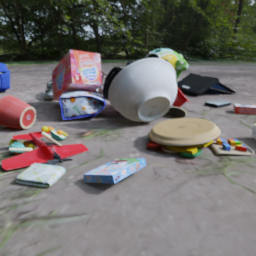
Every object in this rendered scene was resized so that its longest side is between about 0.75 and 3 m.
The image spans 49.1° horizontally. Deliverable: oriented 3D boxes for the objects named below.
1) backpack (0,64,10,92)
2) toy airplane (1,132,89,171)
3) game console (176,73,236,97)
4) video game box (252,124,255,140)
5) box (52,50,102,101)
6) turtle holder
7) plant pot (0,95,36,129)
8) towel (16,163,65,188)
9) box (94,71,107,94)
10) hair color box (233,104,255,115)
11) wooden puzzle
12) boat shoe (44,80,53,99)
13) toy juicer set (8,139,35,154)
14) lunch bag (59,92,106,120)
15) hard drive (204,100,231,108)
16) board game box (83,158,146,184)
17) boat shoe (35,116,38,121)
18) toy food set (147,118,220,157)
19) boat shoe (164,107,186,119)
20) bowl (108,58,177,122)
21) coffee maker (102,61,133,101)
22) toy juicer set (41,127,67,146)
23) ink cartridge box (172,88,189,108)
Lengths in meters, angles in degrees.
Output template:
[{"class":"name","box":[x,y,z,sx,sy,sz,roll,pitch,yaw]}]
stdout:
[{"class":"backpack","box":[-8.577,-3.021,17.053,2.015,1.951,2.401,12,20,27]},{"class":"toy airplane","box":[-2.443,0.547,8.076,2.492,0.458,2.492,2,16,0]},{"class":"game console","box":[4.748,-2.422,17.914,2.618,1.732,2.976,-35,25,-9]},{"class":"video game box","box":[5.403,0.374,8.483,2.370,0.555,2.159,-1,20,-5]},{"class":"box","box":[-2.484,-2.280,13.041,1.412,1.531,2.984,0,-8,-30]},{"class":"turtle holder","box":[2.158,-3.582,16.576,1.945,2.081,2.739,7,33,-46]},{"class":"plant pot","box":[-4.114,-0.504,10.394,1.069,1.208,1.208,17,22,18]},{"class":"towel","box":[-2.060,1.129,6.641,0.914,0.220,0.782,4,21,14]},{"class":"box","box":[-2.357,-2.933,16.882,1.299,1.313,1.582,10,-8,31]},{"class":"hair color box","box":[5.433,-0.851,12.726,1.155,0.369,0.641,4,17,10]},{"class":"wooden puzzle","box":[3.058,0.548,8.423,1.077,0.249,0.997,-1,17,-2]},{"class":"boat shoe","box":[-4.417,-2.307,16.282,0.984,0.968,2.729,-8,17,-10]},{"class":"toy juicer set","box":[-3.107,0.627,8.185,0.736,0.315,1.157,11,7,-24]},{"class":"lunch bag","box":[-1.897,-0.997,11.956,1.838,1.138,1.562,-9,16,-7]},{"class":"hard drive","box":[4.564,-1.228,14.231,1.135,0.187,0.792,-12,21,-34]},{"class":"board game box","box":[-0.298,0.998,6.612,0.925,0.224,1.223,-6,9,38]},{"class":"boat shoe","box":[-4.208,-0.462,11.532,0.950,0.315,0.355,3,14,8]},{"class":"toy food set","box":[1.687,0.215,8.783,2.252,0.553,2.275,-21,23,-40]},{"class":"boat shoe","box":[1.917,-0.676,12.105,1.314,0.471,0.501,11,5,28]},{"class":"bowl","box":[0.752,-1.139,10.722,2.836,2.836,1.275,-7,50,-21]},{"class":"coffee maker","box":[0.345,-1.579,12.717,2.640,1.851,2.748,46,14,-1]},{"class":"toy juicer set","box":[-2.309,0.156,8.698,0.802,0.343,1.260,30,3,-10]},{"class":"ink cartridge box","box":[2.115,-1.715,13.611,0.716,1.236,2.128,-40,20,10]}]
